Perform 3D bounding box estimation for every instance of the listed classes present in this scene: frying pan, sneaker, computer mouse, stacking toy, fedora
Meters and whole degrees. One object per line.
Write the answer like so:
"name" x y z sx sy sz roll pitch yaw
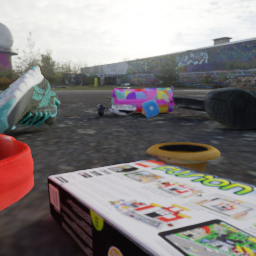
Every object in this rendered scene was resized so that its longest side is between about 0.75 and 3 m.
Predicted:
"frying pan" 2.745 -0.756 9.640 2.832 0.461 1.713 7 4 -33
"sneaker" 3.035 -0.533 7.521 2.704 1.034 1.549 0 7 -17
"computer mouse" -0.396 -0.582 9.671 1.354 0.297 0.742 0 22 -13
"sneaker" -2.223 -0.498 6.525 1.127 1.325 2.905 -33 22 16
"stacking toy" 0.675 -0.604 9.815 0.514 0.544 0.937 -21 -2 -15
"fedora" 0.667 0.416 3.465 0.917 0.374 0.917 -2 7 0

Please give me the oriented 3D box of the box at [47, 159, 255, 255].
"box" 0.305 0.588 1.828 1.133 0.357 2.059 -5 5 -30

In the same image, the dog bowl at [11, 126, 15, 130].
"dog bowl" -4.124 -0.227 6.546 2.747 0.681 1.531 -5 10 -32

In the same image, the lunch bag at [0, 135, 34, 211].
"lunch bag" -1.780 0.338 1.639 2.336 1.086 2.652 -3 9 -17

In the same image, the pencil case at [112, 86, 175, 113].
"pencil case" 0.587 -1.049 10.714 2.429 1.073 1.073 -3 9 -6
